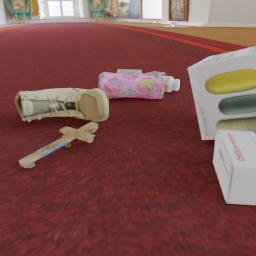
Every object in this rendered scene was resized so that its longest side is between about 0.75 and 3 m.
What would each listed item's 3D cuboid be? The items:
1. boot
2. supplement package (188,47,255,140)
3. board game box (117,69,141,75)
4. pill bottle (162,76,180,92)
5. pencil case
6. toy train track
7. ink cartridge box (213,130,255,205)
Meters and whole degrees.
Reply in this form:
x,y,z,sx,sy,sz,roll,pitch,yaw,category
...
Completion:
x,y,z,sx,sy,sz,roll,pitch,yaw,category
-2.029,-0.667,8.340,2.158,1.006,2.791,-8,16,-35,boot
3.364,-1.035,7.403,2.719,2.063,2.048,-6,17,33,supplement package
0.034,-2.234,12.686,1.153,0.502,1.563,2,27,3,board game box
1.527,-1.837,11.657,1.155,0.647,0.647,10,27,19,pill bottle
0.145,-1.633,10.742,2.533,1.108,1.108,-1,25,0,pencil case
-1.648,0.468,7.105,1.271,0.361,2.216,14,35,44,toy train track
2.970,0.794,5.774,2.156,0.899,1.566,3,25,5,ink cartridge box
